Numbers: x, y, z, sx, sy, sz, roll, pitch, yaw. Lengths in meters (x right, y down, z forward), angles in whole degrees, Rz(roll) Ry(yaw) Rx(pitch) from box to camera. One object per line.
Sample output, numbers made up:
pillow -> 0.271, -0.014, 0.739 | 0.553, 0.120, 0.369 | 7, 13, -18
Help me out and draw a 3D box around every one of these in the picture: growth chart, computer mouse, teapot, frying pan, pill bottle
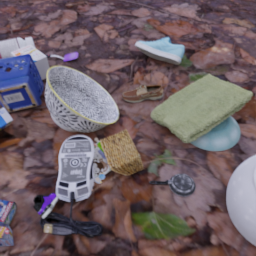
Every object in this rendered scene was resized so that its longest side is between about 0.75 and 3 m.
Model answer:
growth chart -> -1.170, 1.177, 8.638 | 1.333, 0.163, 1.842 | 33, 55, 26
computer mouse -> -1.437, 1.557, 7.875 | 1.616, 0.646, 2.947 | -2, 55, 5
teapot -> 3.755, 1.620, 6.710 | 2.734, 2.023, 2.770 | -27, 54, -12
frying pan -> 1.362, 1.554, 8.263 | 1.296, 0.211, 0.784 | 22, 47, 17
pill bottle -> -5.105, -3.445, 12.497 | 1.812, 0.993, 0.993 | -18, 49, -16

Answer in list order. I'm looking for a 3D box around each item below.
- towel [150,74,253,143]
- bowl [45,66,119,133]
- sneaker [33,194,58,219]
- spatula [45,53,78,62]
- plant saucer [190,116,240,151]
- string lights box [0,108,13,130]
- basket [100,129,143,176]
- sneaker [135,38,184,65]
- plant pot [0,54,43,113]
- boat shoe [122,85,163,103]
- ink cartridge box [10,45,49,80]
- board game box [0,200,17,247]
towel -> 2.470, -0.742, 9.588 | 2.983, 0.544, 2.213 | -33, 40, -13
bowl -> -1.756, -0.694, 9.350 | 2.709, 1.271, 2.709 | 32, 27, -18
sneaker -> -2.194, 1.913, 7.361 | 0.525, 1.056, 0.367 | 40, 95, -8
spatula -> -3.376, -3.256, 12.860 | 2.159, 0.222, 0.610 | -1, 45, 0
plant saucer -> 2.850, -0.140, 9.708 | 2.119, 0.408, 2.119 | 0, 47, 1
string lights box -> -4.689, 0.093, 9.018 | 1.775, 0.912, 0.523 | -39, 100, -28
basket -> -0.196, 0.847, 8.462 | 0.935, 0.896, 1.256 | -23, 49, -6
sneaker -> 1.446, -3.588, 12.490 | 2.329, 0.861, 0.954 | 25, 90, 21
plant pot -> -4.073, -1.536, 10.253 | 1.597, 1.597, 1.436 | -13, 51, -5
boat shoe -> 0.559, -1.398, 10.807 | 1.641, 0.589, 0.621 | -9, 47, -8
ink cartridge box -> -4.079, -2.670, 11.756 | 0.995, 0.978, 1.352 | -34, 54, -27
board game box -> -3.412, 2.503, 7.167 | 1.277, 0.394, 1.278 | 8, 46, 9
